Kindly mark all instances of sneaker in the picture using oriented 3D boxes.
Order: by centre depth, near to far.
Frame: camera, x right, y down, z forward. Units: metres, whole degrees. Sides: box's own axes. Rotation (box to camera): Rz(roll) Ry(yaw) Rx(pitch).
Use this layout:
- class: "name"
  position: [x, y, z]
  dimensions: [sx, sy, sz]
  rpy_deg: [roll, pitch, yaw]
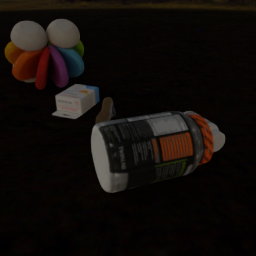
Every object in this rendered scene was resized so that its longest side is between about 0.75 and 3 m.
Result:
- class: "sneaker"
  position: [-0.582, -0.295, 7.521]
  dimensions: [0.337, 0.521, 0.960]
  rpy_deg: [8, 61, 13]

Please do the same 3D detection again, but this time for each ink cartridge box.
- class: "ink cartridge box"
  position: [-1.670, -0.882, 8.979]
  dimensions: [0.902, 0.532, 1.567]
  rpy_deg: [10, 29, 18]

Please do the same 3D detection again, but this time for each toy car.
- class: "toy car"
  position: [-2.978, -2.516, 10.619]
  dimensions: [2.932, 2.566, 2.199]
  rpy_deg: [-13, 65, -24]

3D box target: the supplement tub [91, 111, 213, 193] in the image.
- class: "supplement tub"
  position: [0.474, 0.408, 5.630]
  dimensions: [2.225, 1.363, 1.363]
  rpy_deg: [-9, 29, -19]

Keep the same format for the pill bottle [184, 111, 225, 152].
- class: "pill bottle"
  position: [1.808, 0.093, 6.978]
  dimensions: [0.667, 0.667, 1.202]
  rpy_deg: [-13, 31, -23]
